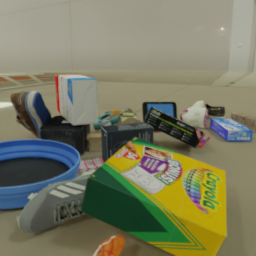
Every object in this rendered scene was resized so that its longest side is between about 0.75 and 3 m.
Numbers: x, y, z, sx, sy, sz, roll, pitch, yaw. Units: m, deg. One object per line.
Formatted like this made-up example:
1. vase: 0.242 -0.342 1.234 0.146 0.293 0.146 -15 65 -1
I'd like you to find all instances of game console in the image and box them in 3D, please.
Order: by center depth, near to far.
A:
1. game console: 1.400 -0.476 11.590 1.513 0.898 1.304 -1 21 -7

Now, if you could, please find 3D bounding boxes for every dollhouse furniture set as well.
1. dollhouse furniture set: -0.564 -0.040 9.843 1.745 1.097 1.973 -2 15 -6

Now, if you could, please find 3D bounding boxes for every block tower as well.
1. block tower: 5.044 -0.242 11.730 0.500 0.535 1.852 -5 14 -19

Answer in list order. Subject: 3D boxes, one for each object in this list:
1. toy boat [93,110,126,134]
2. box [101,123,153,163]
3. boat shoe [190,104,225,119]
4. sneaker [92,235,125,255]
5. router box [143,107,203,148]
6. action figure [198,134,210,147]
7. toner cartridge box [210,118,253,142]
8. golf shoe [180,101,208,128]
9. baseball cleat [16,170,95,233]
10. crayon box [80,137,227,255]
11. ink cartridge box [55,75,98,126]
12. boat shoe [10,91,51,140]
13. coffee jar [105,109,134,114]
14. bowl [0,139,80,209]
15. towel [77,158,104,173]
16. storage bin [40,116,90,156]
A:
1. toy boat: -0.645 -0.178 10.289 1.583 0.875 1.883 -21 22 10
2. box: -0.032 0.468 8.099 1.389 1.031 0.744 -5 15 -17
3. boat shoe: 3.887 -0.894 13.878 0.732 0.618 2.054 -12 19 -38
4. sneaker: -0.369 1.997 3.856 0.515 0.488 1.336 27 30 19
5. router box: 1.442 -0.058 9.202 1.864 0.579 1.397 26 6 2
6. action figure: 2.594 0.338 9.594 0.333 0.506 1.022 36 31 18
7. toner cartridge box: 3.905 0.037 10.790 0.924 0.420 1.945 1 15 -3
8. golf shoe: 2.928 -0.681 12.586 1.170 0.963 2.557 0 14 12
9. baseball cleat: -0.918 1.389 5.315 1.157 0.758 2.174 16 25 30
10. crayon box: 0.666 1.120 5.254 2.151 0.727 2.493 20 18 13
11. ink cartridge box: -1.829 -1.047 9.515 0.828 1.431 2.462 -7 17 -25
12. boat shoe: -3.148 -0.406 9.194 0.900 2.486 0.898 10 56 2
13. coffee jar: -0.334 -0.446 12.173 1.323 0.564 0.690 -11 40 -33
14. bowl: -2.620 0.999 6.766 2.903 0.570 2.903 2 16 -1
15. towel: -1.100 1.015 7.816 0.889 0.133 0.651 -6 16 -18
16. storage bin: -2.018 0.211 9.326 1.308 0.907 1.935 0 16 1
